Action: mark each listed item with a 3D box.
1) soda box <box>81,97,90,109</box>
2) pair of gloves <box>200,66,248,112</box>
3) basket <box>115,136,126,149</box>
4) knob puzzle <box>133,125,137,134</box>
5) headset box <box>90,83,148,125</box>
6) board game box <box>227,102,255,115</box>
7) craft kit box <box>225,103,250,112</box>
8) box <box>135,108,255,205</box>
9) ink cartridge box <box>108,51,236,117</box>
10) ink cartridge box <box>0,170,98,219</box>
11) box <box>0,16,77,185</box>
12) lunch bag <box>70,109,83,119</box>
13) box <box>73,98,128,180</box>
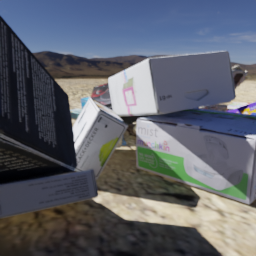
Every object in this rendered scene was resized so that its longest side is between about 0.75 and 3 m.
[{"bbox_3d":[-1.712,-1.184,15.047,0.749,0.708,2.207,-14,18,-34],"label":"soda box"},{"bbox_3d":[3.231,-1.164,10.123,2.074,2.440,0.428,-13,48,-40],"label":"pair of gloves"},{"bbox_3d":[-0.502,0.360,8.781,0.759,0.598,0.860,3,-15,14],"label":"basket"},{"bbox_3d":[1.625,-0.056,10.035,3.264,0.453,3.264,3,18,-1],"label":"knob puzzle"},{"bbox_3d":[-0.382,-0.998,11.263,2.148,1.084,2.890,-14,26,7],"label":"headset box"},{"bbox_3d":[4.197,-0.292,8.950,1.450,0.483,2.157,15,-18,-22],"label":"board game box"},{"bbox_3d":[6.276,-0.826,14.027,2.435,0.591,2.405,7,17,28],"label":"craft kit box"},{"bbox_3d":[2.046,0.377,6.764,2.837,1.372,2.503,12,18,41],"label":"box"},{"bbox_3d":[0.965,-1.062,7.448,2.139,1.253,2.960,-11,6,-21],"label":"ink cartridge box"},{"bbox_3d":[-1.984,1.234,4.914,2.357,0.513,2.046,-6,-12,-28],"label":"ink cartridge box"},{"bbox_3d":[-2.529,-0.048,4.203,2.723,1.688,2.677,-11,-19,4],"label":"box"},{"bbox_3d":[-2.373,-0.665,13.567,1.035,0.399,0.830,7,14,27],"label":"lunch bag"},{"bbox_3d":[-0.930,0.141,7.338,0.772,1.498,2.568,29,4,-16],"label":"box"}]
